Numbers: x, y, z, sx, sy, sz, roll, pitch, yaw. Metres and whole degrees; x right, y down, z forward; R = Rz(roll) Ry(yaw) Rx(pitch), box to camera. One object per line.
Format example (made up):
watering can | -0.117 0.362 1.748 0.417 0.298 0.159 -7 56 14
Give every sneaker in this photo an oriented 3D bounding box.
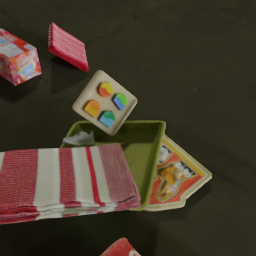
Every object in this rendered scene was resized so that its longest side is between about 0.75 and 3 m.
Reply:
sneaker | -1.295 0.251 7.315 0.363 0.398 0.972 5 3 36

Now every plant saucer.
plant saucer | -0.517 0.891 6.746 2.625 0.628 2.621 0 41 18

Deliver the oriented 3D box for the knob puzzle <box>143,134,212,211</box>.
knob puzzle | 0.589 1.078 6.966 2.478 0.344 2.478 -2 47 2

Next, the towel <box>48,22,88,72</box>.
towel | -2.256 -3.104 10.634 1.609 0.250 2.225 27 31 -33

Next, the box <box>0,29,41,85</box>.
box | -4.380 -2.627 10.216 2.287 1.092 1.140 32 50 28

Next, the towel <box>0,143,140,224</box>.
towel | -1.401 0.961 5.695 2.946 0.335 2.122 -3 27 -14

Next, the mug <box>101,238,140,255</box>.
mug | 0.119 3.164 4.688 1.907 1.272 1.693 35 94 24

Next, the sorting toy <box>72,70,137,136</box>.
sorting toy | -0.550 -0.609 7.062 1.200 1.296 0.236 -56 20 -4
